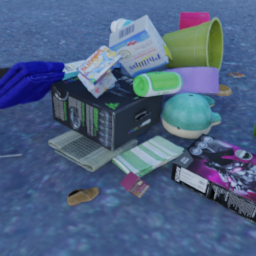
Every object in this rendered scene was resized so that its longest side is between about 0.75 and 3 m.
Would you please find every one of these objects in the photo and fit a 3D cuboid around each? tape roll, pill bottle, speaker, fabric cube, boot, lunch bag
[{"bbox_3d":[2.397,-1.762,10.971,2.191,0.931,2.191,-2,3,0],"label":"tape roll"},{"bbox_3d":[-0.070,-6.338,18.153,2.236,1.238,1.238,27,43,34],"label":"pill bottle"},{"bbox_3d":[0.929,-1.342,8.563,1.572,0.695,0.695,-12,35,-36],"label":"speaker"},{"bbox_3d":[4.028,-6.129,17.421,1.729,1.735,1.702,5,36,8],"label":"fabric cube"},{"bbox_3d":[-1.151,1.720,7.304,0.898,0.339,0.330,-19,37,-27],"label":"boot"},{"bbox_3d":[-0.945,-1.518,8.263,0.842,0.631,0.993,-42,59,3],"label":"lunch bag"}]

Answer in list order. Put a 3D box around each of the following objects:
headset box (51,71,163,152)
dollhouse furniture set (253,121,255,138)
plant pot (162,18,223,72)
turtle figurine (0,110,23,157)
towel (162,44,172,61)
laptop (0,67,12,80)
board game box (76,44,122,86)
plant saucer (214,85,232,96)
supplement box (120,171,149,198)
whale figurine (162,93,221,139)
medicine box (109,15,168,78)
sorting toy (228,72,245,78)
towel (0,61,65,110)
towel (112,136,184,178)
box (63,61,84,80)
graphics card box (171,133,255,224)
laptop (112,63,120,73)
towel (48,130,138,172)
[{"bbox_3d":[-0.602,-0.748,9.395,2.967,1.377,2.584,26,37,32],"label":"headset box"},{"bbox_3d":[5.212,0.345,8.439,1.683,1.289,2.568,-2,35,-3],"label":"dollhouse furniture set"},{"bbox_3d":[3.027,-3.834,13.764,2.575,2.712,2.712,6,33,32],"label":"plant pot"},{"bbox_3d":[-4.588,0.311,8.095,2.079,1.496,2.016,7,17,18],"label":"turtle figurine"},{"bbox_3d":[1.481,-2.854,10.607,0.097,0.463,1.077,-18,-4,20],"label":"towel"},{"bbox_3d":[-5.647,-2.205,11.748,2.808,1.738,2.999,-7,35,-11],"label":"laptop"},{"bbox_3d":[-0.795,-1.740,7.709,0.733,0.187,1.084,40,78,23],"label":"board game box"},{"bbox_3d":[4.114,-1.702,12.390,0.963,0.170,0.963,0,34,0],"label":"plant saucer"},{"bbox_3d":[0.171,1.422,6.992,0.326,0.762,0.421,38,85,34],"label":"supplement box"},{"bbox_3d":[2.292,-0.743,9.942,2.108,1.375,2.650,19,38,26],"label":"whale figurine"},{"bbox_3d":[0.497,-3.512,12.372,1.873,2.056,1.058,-19,49,27],"label":"medicine box"},{"bbox_3d":[5.326,-2.615,13.747,0.769,0.130,0.371,-2,35,-3],"label":"sorting toy"},{"bbox_3d":[-3.078,-1.275,8.781,0.650,1.938,2.625,49,17,-2],"label":"towel"},{"bbox_3d":[0.563,0.817,8.436,1.849,0.216,1.410,-24,29,-23],"label":"towel"},{"bbox_3d":[-2.718,-2.529,13.160,2.612,0.642,1.075,-18,39,-25],"label":"box"},{"bbox_3d":[2.846,1.313,7.540,2.899,0.737,1.819,24,42,32],"label":"graphics card box"},{"bbox_3d":[-0.923,-3.114,14.025,1.091,0.636,1.231,0,35,1],"label":"laptop"},{"bbox_3d":[-1.106,0.520,8.909,2.085,0.374,2.165,25,35,32],"label":"towel"}]
